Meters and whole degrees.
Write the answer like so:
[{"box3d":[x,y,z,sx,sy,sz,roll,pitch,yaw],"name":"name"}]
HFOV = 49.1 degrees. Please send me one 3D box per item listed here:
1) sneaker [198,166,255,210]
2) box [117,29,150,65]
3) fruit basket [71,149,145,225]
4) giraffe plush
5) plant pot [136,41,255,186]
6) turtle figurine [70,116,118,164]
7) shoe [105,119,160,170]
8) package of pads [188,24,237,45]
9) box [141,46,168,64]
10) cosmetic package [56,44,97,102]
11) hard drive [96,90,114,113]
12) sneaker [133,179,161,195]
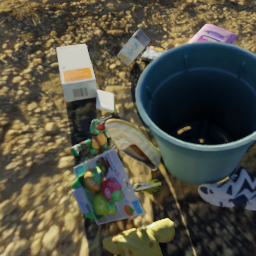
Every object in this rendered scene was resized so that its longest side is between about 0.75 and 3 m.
[{"box3d":[2.584,1.412,7.114,1.598,0.638,1.040,5,45,8],"name":"sneaker"},{"box3d":[0.206,-2.991,10.464,0.581,1.147,0.645,41,50,-9],"name":"box"},{"box3d":[-0.540,1.392,6.219,0.764,1.629,1.509,-23,87,-43],"name":"fruit basket"},{"box3d":[0.418,2.696,5.532,1.504,1.743,1.413,-14,72,-13],"name":"giraffe plush"},{"box3d":[1.760,-0.061,6.664,2.778,2.721,2.778,-5,57,8],"name":"plant pot"},{"box3d":[-0.849,0.404,7.913,1.503,0.757,1.125,-41,95,-25],"name":"turtle figurine"},{"box3d":[0.163,0.453,7.307,1.927,0.674,0.514,38,43,-25],"name":"shoe"},{"box3d":[3.081,-3.069,10.818,1.379,0.866,2.288,27,55,23],"name":"package of pads"},{"box3d":[1.282,-2.753,10.907,1.304,0.260,0.892,19,50,18],"name":"box"},{"box3d":[-1.843,-2.010,9.956,1.123,0.789,2.214,-11,49,-10],"name":"cosmetic package"},{"box3d":[-0.752,-0.883,9.196,0.573,0.114,0.869,13,41,-16],"name":"hard drive"},{"box3d":[0.499,1.556,7.094,0.801,0.339,0.298,-9,12,-20],"name":"sneaker"}]
